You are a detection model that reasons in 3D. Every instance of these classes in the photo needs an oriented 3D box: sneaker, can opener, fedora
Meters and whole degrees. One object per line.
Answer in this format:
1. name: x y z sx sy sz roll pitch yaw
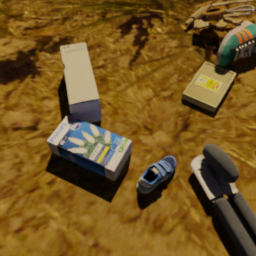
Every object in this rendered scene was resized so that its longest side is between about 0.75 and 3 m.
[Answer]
1. sneaker: 0.781 1.137 7.173 0.490 0.545 1.326 38 61 26
2. can opener: 2.434 1.733 6.452 0.800 1.002 2.998 -17 55 -12
3. fedora: 3.273 -4.338 10.752 0.874 0.357 0.874 -12 31 7
4. sneaker: 4.049 -2.917 9.838 1.051 0.939 2.632 32 59 26

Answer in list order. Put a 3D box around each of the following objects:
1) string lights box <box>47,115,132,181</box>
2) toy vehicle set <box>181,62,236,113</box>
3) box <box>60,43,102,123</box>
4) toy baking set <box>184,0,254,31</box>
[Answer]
1. string lights box: -1.025 0.512 7.578 2.020 0.595 1.038 21 57 15
2. toy vehicle set: 2.658 -1.383 9.166 1.118 0.239 1.800 28 59 19
3. box: -1.492 -1.416 8.709 0.879 1.057 2.572 -11 54 -8
4. toy baking set: 3.627 -4.416 10.997 2.141 0.325 2.790 21 54 34
